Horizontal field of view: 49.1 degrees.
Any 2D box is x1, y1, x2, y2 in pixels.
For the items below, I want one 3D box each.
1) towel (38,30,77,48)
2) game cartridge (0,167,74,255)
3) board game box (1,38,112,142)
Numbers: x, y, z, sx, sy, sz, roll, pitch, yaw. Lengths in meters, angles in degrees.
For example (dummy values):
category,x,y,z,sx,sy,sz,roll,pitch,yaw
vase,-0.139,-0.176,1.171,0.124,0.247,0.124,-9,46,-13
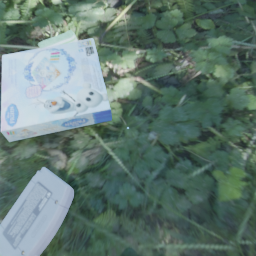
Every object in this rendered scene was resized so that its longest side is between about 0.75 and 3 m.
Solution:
category,x,y,z,sx,sy,sz,roll,pitch,yaw
towel,-2.188,-2.579,9.672,1.332,0.204,1.746,-26,65,-12
game cartridge,-2.129,2.034,6.342,1.372,0.416,2.058,22,75,44
board game box,-2.214,-1.253,8.414,2.944,0.642,2.958,-11,58,-5
